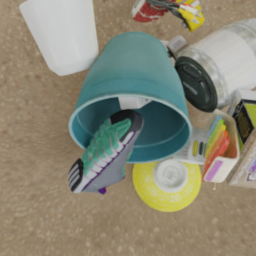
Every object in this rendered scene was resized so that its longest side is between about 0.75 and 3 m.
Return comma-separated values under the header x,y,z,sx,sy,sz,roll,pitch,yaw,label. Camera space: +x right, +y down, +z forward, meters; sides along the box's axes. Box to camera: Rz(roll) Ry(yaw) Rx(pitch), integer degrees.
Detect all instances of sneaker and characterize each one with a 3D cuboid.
x,y,z,sx,sy,sz,roll,pitch,yaw,label
-0.347,0.714,7.242,1.279,2.922,1.087,22,36,-33,sneaker
0.963,-4.338,7.940,1.176,1.114,2.862,50,119,28,sneaker

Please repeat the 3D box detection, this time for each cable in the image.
x,y,z,sx,sy,sz,roll,pitch,yaw,label
1.216,-3.372,7.594,1.659,0.417,0.806,21,50,-21,cable

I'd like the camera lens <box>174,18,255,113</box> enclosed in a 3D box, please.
x,y,z,sx,sy,sz,roll,pitch,yaw,label
2.683,-1.714,7.920,2.429,1.943,1.943,-32,78,-13,camera lens

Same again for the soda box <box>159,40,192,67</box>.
x,y,z,sx,sy,sz,roll,pitch,yaw,label
2.407,-2.452,10.586,2.998,0.954,1.021,10,76,2,soda box

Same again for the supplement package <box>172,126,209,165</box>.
x,y,z,sx,sy,sz,roll,pitch,yaw,label
1.890,0.528,8.315,0.747,0.741,0.984,15,80,-25,supplement package

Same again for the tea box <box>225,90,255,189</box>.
x,y,z,sx,sy,sz,roll,pitch,yaw,label
3.150,0.298,6.990,1.196,1.790,1.761,7,43,-2,tea box

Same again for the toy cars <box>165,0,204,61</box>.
x,y,z,sx,sy,sz,roll,pitch,yaw,label
1.829,-2.956,8.671,1.241,0.613,2.767,3,93,-14,toy cars

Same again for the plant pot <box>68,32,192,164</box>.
x,y,z,sx,sy,sz,roll,pitch,yaw,label
0.102,-0.958,7.677,2.999,2.999,2.818,3,55,1,plant pot

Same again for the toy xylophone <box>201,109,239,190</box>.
x,y,z,sx,sy,sz,roll,pitch,yaw,label
2.089,0.552,6.616,0.511,2.035,1.490,19,120,2,toy xylophone

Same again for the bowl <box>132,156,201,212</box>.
x,y,z,sx,sy,sz,roll,pitch,yaw,label
1.356,1.608,9.419,2.423,1.304,2.423,0,77,1,bowl

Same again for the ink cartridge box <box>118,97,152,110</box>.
x,y,z,sx,sy,sz,roll,pitch,yaw,label
0.287,-1.180,7.692,0.593,1.407,1.018,-2,108,31,ink cartridge box

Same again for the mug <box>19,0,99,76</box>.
x,y,z,sx,sy,sz,roll,pitch,yaw,label
-1.530,-2.629,7.881,2.392,1.916,1.964,-27,111,-34,mug
